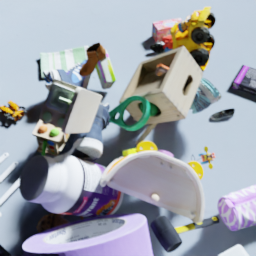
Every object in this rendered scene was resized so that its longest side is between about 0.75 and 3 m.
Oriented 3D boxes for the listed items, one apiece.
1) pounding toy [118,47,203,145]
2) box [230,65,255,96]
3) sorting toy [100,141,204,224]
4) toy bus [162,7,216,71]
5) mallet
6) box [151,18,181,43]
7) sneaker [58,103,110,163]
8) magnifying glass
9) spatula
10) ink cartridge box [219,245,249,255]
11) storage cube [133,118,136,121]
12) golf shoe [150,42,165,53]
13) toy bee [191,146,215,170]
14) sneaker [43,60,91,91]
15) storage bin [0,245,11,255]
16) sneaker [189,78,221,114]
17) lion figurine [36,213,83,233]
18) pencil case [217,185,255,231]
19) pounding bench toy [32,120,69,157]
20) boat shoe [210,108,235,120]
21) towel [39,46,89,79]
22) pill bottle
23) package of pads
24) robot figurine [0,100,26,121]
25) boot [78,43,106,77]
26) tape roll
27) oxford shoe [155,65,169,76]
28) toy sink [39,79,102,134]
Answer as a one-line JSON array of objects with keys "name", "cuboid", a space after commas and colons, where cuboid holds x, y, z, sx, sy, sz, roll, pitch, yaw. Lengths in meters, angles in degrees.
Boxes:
[{"name": "pounding toy", "cuboid": [0.943, -0.863, 8.690, 2.140, 1.653, 2.325, -7, 48, 48]}, {"name": "box", "cuboid": [5.262, -1.797, 11.287, 1.865, 0.337, 1.333, 25, 54, 22]}, {"name": "sorting toy", "cuboid": [0.572, 1.169, 7.327, 2.505, 2.255, 1.338, 24, 85, -10]}, {"name": "toy bus", "cuboid": [2.454, -3.784, 11.828, 2.227, 2.320, 1.574, 12, 51, 23]}, {"name": "mallet", "cuboid": [1.405, 2.266, 6.650, 2.184, 0.449, 0.719, -2, 40, -46]}, {"name": "box", "cuboid": [1.972, -4.740, 13.625, 1.508, 0.714, 0.774, -12, 50, -11]}, {"name": "sneaker", "cuboid": [-1.312, 0.162, 8.051, 0.964, 2.536, 1.832, 17, 61, -25]}, {"name": "magnifying glass", "cuboid": [-0.402, -0.326, 8.057, 2.441, 0.273, 0.972, -10, 67, 39]}, {"name": "spatula", "cuboid": [-3.980, 1.820, 8.224, 1.638, 0.189, 2.356, 20, 50, 24]}, {"name": "ink cartridge box", "cuboid": [1.055, 3.504, 4.814, 2.163, 2.980, 1.243, -21, 52, -17]}, {"name": "storage cube", "cuboid": [0.555, -0.666, 9.960, 0.768, 0.656, 0.690, 10, 59, 3]}, {"name": "golf shoe", "cuboid": [1.548, -3.784, 13.044, 1.157, 0.450, 0.546, -5, 32, -7]}, {"name": "toy bee", "cuboid": [2.181, 0.848, 7.662, 0.514, 0.619, 0.945, -20, 3, 34]}, {"name": "sneaker", "cuboid": [-2.351, -2.079, 10.764, 1.685, 0.927, 2.301, 22, 51, -20]}, {"name": "storage bin", "cuboid": [-3.574, 3.702, 5.922, 2.336, 1.095, 1.579, -27, 54, -23]}, {"name": "sneaker", "cuboid": [1.957, -1.269, 9.870, 1.197, 1.076, 2.773, -42, 25, -1]}, {"name": "lion figurine", "cuboid": [-1.636, 2.582, 7.312, 1.393, 0.505, 0.853, 23, 62, 13]}, {"name": "pencil case", "cuboid": [3.588, 1.963, 7.513, 2.348, 1.004, 0.986, -17, 51, -13]}, {"name": "pounding bench toy", "cuboid": [-2.456, 0.413, 8.725, 0.872, 1.095, 1.403, 15, 53, 5]}, {"name": "boat shoe", "cuboid": [3.446, -0.526, 10.199, 0.940, 0.266, 0.322, -12, 50, -11]}, {"name": "towel", "cuboid": [-2.668, -2.932, 12.328, 2.326, 0.272, 1.774, -11, 50, -10]}, {"name": "pill bottle", "cuboid": [-1.318, 1.436, 6.873, 1.358, 2.438, 1.358, -15, 63, 32]}, {"name": "package of pads", "cuboid": [-0.913, -2.192, 10.730, 0.439, 0.996, 1.289, -15, 85, -17]}, {"name": "robot figurine", "cuboid": [-4.213, -0.611, 10.254, 1.040, 0.303, 0.754, 33, 56, 27]}, {"name": "boot", "cuboid": [-1.250, -2.264, 9.304, 1.214, 0.942, 0.465, -34, 78, 0]}, {"name": "tape roll", "cuboid": [-0.769, 2.591, 5.701, 2.511, 2.511, 1.067, -9, 84, -8]}, {"name": "oxford shoe", "cuboid": [0.873, -1.483, 7.322, 0.275, 0.281, 0.772, 23, 7, -8]}, {"name": "toy sink", "cuboid": [-1.287, -0.462, 6.086, 0.824, 1.471, 0.959, 21, 95, 10]}]
